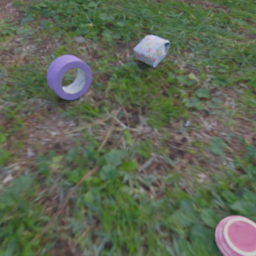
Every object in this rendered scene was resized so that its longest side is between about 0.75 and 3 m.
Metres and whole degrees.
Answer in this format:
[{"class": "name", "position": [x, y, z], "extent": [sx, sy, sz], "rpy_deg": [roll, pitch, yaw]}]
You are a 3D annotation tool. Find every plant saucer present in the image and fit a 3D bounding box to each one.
[{"class": "plant saucer", "position": [2.760, 2.679, 6.769], "extent": [1.239, 0.314, 1.239], "rpy_deg": [-1, 45, 1]}]

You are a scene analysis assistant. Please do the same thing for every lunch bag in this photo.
[{"class": "lunch bag", "position": [1.096, -3.452, 12.353], "extent": [1.090, 0.817, 1.285], "rpy_deg": [33, 76, 31]}]

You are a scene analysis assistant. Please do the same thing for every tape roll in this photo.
[{"class": "tape roll", "position": [-2.168, -1.860, 10.407], "extent": [1.534, 1.534, 0.652], "rpy_deg": [-30, 47, -27]}]
